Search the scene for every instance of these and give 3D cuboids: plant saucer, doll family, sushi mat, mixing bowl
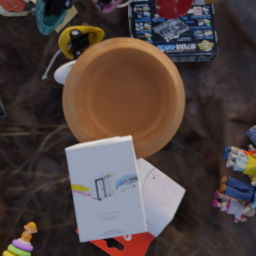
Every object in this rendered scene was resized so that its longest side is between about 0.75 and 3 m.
[{"bbox_3d":[-0.038,-0.549,5.448,2.455,0.459,2.455,0,92,-7],"label":"plant saucer"},{"bbox_3d":[3.290,1.505,7.613,1.387,1.007,2.235,17,80,3],"label":"doll family"},{"bbox_3d":[-1.610,-2.766,7.005,0.786,0.048,0.376,-36,76,24],"label":"sushi mat"},{"bbox_3d":[1.240,-3.160,6.981,1.013,1.013,0.549,-42,52,-7],"label":"mixing bowl"}]

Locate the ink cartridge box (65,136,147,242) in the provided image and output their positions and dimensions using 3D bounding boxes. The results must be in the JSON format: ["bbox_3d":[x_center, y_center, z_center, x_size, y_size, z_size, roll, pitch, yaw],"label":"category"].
[{"bbox_3d":[-0.330,0.904,4.578,1.024,1.042,1.416,-9,90,0],"label":"ink cartridge box"}]

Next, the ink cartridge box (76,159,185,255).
[{"bbox_3d":[0.147,2.087,7.220,1.946,0.683,2.394,37,60,-8],"label":"ink cartridge box"}]

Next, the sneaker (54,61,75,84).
[{"bbox_3d":[-1.378,-1.832,8.388,1.808,0.728,0.691,-18,82,-2],"label":"sneaker"}]

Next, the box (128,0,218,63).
[{"bbox_3d":[1.346,-3.068,8.669,2.604,0.599,2.070,-3,79,-1],"label":"box"}]

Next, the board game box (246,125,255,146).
[{"bbox_3d":[4.412,0.256,8.153,1.327,0.409,1.326,-37,81,-7],"label":"board game box"}]

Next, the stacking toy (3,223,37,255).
[{"bbox_3d":[-2.916,3.312,7.459,0.931,0.880,1.604,23,70,-2],"label":"stacking toy"}]

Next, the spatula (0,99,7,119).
[{"bbox_3d":[-4.212,-1.277,8.523,0.667,0.242,2.359,-29,81,-5],"label":"spatula"}]

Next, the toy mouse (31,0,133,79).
[{"bbox_3d":[-1.045,-2.636,5.746,2.788,2.478,0.540,-36,65,-17],"label":"toy mouse"}]

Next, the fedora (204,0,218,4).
[{"bbox_3d":[2.067,-3.206,5.998,0.462,1.133,1.133,9,79,-22],"label":"fedora"}]

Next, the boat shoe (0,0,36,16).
[{"bbox_3d":[-2.236,-2.545,5.640,0.560,1.789,0.637,-42,114,8],"label":"boat shoe"}]
